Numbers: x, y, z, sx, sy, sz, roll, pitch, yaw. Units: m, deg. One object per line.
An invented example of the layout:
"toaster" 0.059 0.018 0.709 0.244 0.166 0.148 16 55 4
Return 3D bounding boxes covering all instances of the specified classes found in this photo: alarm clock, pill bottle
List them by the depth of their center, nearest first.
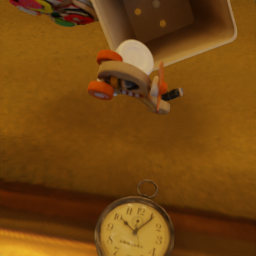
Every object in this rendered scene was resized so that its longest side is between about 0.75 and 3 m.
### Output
"alarm clock" 0.195 2.120 5.962 1.592 0.785 2.360 12 51 12
"pill bottle" -0.139 -1.186 5.982 0.805 1.345 0.805 9 71 -27

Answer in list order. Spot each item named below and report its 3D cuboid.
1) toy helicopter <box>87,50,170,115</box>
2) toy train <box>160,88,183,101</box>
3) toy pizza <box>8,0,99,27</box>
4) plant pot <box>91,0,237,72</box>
"toy helicopter" 0.256 -0.587 4.422 1.113 1.683 0.664 4 73 37
"toy train" 0.997 -0.756 6.631 0.289 1.264 0.216 -12 91 -13
"toy pizza" -1.926 -3.025 7.134 2.596 0.411 2.596 11 8 -1
"plant pot" 0.733 -3.173 7.115 2.761 2.757 2.444 -19 20 10
